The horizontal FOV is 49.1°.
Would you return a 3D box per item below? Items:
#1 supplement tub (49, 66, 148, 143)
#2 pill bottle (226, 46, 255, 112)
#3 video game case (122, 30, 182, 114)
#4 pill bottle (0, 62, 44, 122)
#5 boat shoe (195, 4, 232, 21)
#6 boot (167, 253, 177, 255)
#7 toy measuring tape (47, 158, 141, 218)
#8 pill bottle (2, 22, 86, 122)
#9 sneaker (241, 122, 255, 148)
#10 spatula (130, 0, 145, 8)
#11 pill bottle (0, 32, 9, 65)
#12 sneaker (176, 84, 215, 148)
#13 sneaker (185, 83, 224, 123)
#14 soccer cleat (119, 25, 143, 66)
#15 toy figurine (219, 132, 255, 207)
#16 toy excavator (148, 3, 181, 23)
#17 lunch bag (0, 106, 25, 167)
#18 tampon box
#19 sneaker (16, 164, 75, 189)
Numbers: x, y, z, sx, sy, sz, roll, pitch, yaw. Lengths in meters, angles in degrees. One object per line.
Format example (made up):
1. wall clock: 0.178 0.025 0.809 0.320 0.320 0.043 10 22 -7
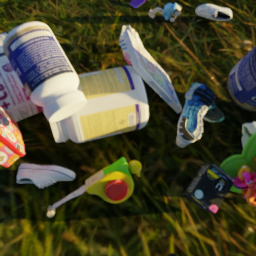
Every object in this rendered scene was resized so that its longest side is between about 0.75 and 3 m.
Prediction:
1. supplement tub: -0.839 -0.582 7.339 2.390 1.737 1.737 -13 52 -10
2. pill bottle: 3.791 -1.512 7.146 1.597 2.856 1.597 1 78 -4
3. video game case: 0.721 -1.559 7.969 0.207 2.301 1.648 -32 48 21
4. pill bottle: -3.805 -0.703 7.533 2.792 1.583 1.583 -26 56 -19
5. boat shoe: 3.488 -4.653 11.373 1.457 0.536 0.476 5 48 5
6. boot: 0.986 2.867 4.932 0.463 0.826 1.194 -33 11 0
7. toy measuring tape: -0.662 1.519 6.347 2.358 0.867 0.867 -33 56 2
8. pill bottle: -1.733 -1.147 5.949 1.101 1.101 1.902 -29 84 -21
9. sneaker: 3.928 -0.080 7.350 1.686 1.075 2.917 18 55 9
10. spatula: 0.920 -5.811 12.516 1.870 0.192 0.528 -30 57 -22
11. pill bottle: -3.829 -2.123 8.732 2.678 1.487 1.487 -24 55 -18
12. sneaker: 1.690 -0.333 7.498 0.743 0.859 1.983 28 62 5
13. sneaker: 2.223 -0.759 8.165 0.567 0.667 1.463 -30 57 -20
14. soccer cleat: 0.120 -2.795 9.481 0.709 0.877 2.031 -12 43 -13
15. toy figurine: 3.013 1.119 5.397 2.362 1.773 2.174 -23 12 18
16. toy excavator: 1.491 -4.735 11.387 1.048 1.019 0.523 29 52 -13
17. lunch bag: -3.053 -0.051 6.166 0.685 1.474 1.673 -36 47 -4
18. tampon box: 1.791 1.324 6.234 0.651 0.549 0.869 38 75 -2
19. sneaker: -1.992 1.212 6.750 1.454 0.531 0.515 2 60 13
